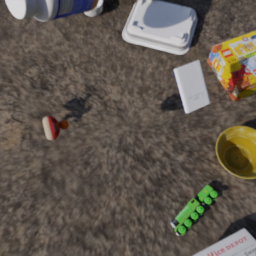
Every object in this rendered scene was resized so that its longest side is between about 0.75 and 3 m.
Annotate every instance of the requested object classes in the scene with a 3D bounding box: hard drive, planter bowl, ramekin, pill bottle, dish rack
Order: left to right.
[{"bbox_3d":[-2.131,-3.860,7.996,1.409,1.409,2.514,44,50,17],"label":"pill bottle"},{"bbox_3d":[-1.526,-5.165,11.856,0.942,0.495,0.942,0,65,0],"label":"ramekin"},{"bbox_3d":[1.346,-4.324,11.440,2.805,0.611,2.407,17,66,6],"label":"dish rack"},{"bbox_3d":[1.798,-1.148,7.848,0.834,0.160,1.265,-23,104,-19],"label":"hard drive"},{"bbox_3d":[3.619,0.875,9.037,1.752,0.730,1.752,0,65,0],"label":"planter bowl"}]

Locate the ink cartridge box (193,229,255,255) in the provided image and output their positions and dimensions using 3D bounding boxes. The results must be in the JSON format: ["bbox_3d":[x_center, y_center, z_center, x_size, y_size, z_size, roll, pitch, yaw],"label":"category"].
[{"bbox_3d":[2.940,4.047,6.781,1.867,1.083,2.530,-19,39,-16],"label":"ink cartridge box"}]

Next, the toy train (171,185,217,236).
[{"bbox_3d":[2.007,2.480,8.537,1.840,0.384,0.519,-41,62,-16],"label":"toy train"}]

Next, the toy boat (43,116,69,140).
[{"bbox_3d":[-1.763,-0.030,6.936,0.590,0.902,0.589,-13,94,-14],"label":"toy boat"}]

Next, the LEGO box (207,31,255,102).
[{"bbox_3d":[4.645,-2.408,10.331,2.652,1.023,1.975,-21,68,-9],"label":"LEGO box"}]
